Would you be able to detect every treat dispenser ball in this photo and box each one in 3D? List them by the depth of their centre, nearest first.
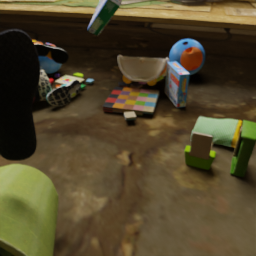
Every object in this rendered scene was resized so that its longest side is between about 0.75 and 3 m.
[{"bbox_3d":[2.410,-2.887,11.499,1.436,1.436,1.436,0,33,0],"label":"treat dispenser ball"},{"bbox_3d":[-3.358,-2.884,11.672,1.214,1.214,1.214,0,33,0],"label":"treat dispenser ball"}]

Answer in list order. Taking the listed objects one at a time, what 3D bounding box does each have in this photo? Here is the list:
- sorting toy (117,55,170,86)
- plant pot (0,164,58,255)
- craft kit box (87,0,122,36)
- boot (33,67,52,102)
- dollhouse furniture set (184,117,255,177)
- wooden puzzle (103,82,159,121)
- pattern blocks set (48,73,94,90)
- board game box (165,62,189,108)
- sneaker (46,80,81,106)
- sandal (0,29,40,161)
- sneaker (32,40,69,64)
[{"bbox_3d":[0.745,-2.143,10.761,1.895,1.012,1.706,9,10,21],"label":"sorting toy"},{"bbox_3d":[-1.944,1.632,4.110,2.262,2.262,2.148,-1,20,-1],"label":"plant pot"},{"bbox_3d":[-0.609,-5.037,10.555,0.587,2.389,2.419,21,-14,-21],"label":"craft kit box"},{"bbox_3d":[-4.166,-1.765,9.502,2.291,1.095,3.034,-20,64,-32],"label":"boot"},{"bbox_3d":[2.410,-0.001,7.228,1.481,1.134,2.261,12,35,18],"label":"dollhouse furniture set"},{"bbox_3d":[0.153,-0.943,9.559,1.640,0.194,2.766,7,32,11],"label":"wooden puzzle"},{"bbox_3d":[-2.304,-1.811,10.971,1.726,0.140,1.517,20,38,28],"label":"pattern blocks set"},{"bbox_3d":[1.633,-1.486,9.505,0.336,1.177,1.202,-7,34,-11],"label":"board game box"},{"bbox_3d":[-2.282,-1.182,9.748,0.649,0.631,1.628,-5,22,31],"label":"sneaker"},{"bbox_3d":[-1.434,-0.354,3.444,0.661,1.759,0.397,-2,37,-20],"label":"sandal"},{"bbox_3d":[-2.315,-2.270,8.136,1.266,0.443,0.569,6,35,-49],"label":"sneaker"}]
